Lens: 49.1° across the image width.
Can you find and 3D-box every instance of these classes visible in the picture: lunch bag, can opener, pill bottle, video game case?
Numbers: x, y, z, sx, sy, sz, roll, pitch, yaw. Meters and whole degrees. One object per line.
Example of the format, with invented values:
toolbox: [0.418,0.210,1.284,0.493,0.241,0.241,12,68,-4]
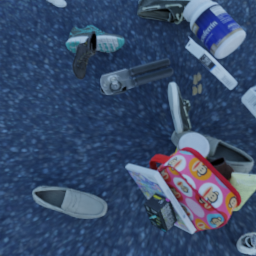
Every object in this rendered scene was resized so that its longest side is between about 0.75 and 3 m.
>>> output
lunch bag: [1.516,1.685,7.811,2.362,2.682,1.099,45,65,8]
can opener: [0.252,-1.715,9.633,2.547,0.852,0.679,-18,86,-12]
pill bottle: [2.781,-3.360,9.250,1.146,1.146,1.980,-32,73,-10]
video game case: [0.860,1.926,7.758,0.189,1.499,2.093,-40,109,-21]
pill bottle: [1.844,0.906,8.502,0.872,1.595,0.872,1,56,-2]

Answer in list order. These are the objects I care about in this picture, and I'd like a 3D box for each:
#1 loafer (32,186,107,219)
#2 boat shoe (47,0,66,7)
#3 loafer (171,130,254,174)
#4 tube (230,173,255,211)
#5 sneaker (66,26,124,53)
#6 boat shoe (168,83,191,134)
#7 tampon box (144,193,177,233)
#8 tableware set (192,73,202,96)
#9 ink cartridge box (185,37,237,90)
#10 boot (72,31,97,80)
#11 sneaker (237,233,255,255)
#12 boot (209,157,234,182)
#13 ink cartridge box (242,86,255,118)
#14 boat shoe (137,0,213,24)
loafer: [-1.823,2.308,8.685,2.342,0.817,0.819,9,72,3]
boat shoe: [-3.020,-5.286,11.506,0.992,0.324,0.365,23,73,7]
loafer: [2.696,0.661,9.067,2.684,0.936,0.938,24,59,15]
tube: [3.233,1.784,8.062,0.652,2.246,0.583,-32,59,-12]
sneaker: [-1.247,-3.486,10.668,2.197,0.852,1.002,0,68,-1]
boat shoe: [1.607,-0.638,8.616,0.545,1.712,0.605,-16,30,0]
tampon box: [0.838,2.173,7.206,0.475,0.564,0.752,-34,119,-29]
tableware set: [2.316,-1.461,9.394,0.098,0.843,0.704,7,110,32]
ink cartridge box: [2.413,-1.965,8.390,1.527,1.541,0.334,34,113,-25]
boot: [-1.286,-2.173,8.472,0.447,1.124,1.292,4,87,-30]
sneaker: [3.401,3.235,7.907,0.635,1.578,0.603,3,61,-6]
boot: [2.341,1.466,8.489,1.638,1.363,0.593,-26,47,20]
ink cartridge box: [5.019,-0.296,7.780,2.789,0.605,2.763,-21,66,-28]
boat shoe: [1.833,-4.535,10.945,2.948,1.042,0.939,9,74,9]
